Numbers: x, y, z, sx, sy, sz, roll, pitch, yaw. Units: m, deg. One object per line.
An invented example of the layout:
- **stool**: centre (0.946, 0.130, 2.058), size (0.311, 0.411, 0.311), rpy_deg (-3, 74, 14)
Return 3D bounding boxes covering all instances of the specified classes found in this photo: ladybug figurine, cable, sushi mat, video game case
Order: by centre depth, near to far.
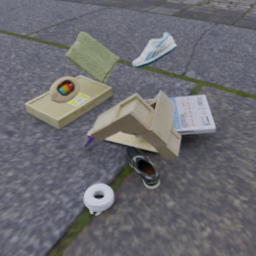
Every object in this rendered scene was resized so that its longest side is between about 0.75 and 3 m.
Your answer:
- **cable**: centre (-0.782, 1.842, 7.427), size (0.803, 0.278, 0.803), rpy_deg (-25, 44, -29)
- **ladybug figurine**: centre (-1.810, -1.035, 7.917), size (0.676, 0.358, 0.996), rpy_deg (50, 59, -2)
- **video game case**: centre (1.486, -0.428, 9.546), size (2.547, 0.230, 1.824), rpy_deg (-4, 42, 5)
- **sushi mat**: centre (-0.014, 0.180, 9.686), size (2.600, 0.157, 1.244), rpy_deg (13, 40, 17)

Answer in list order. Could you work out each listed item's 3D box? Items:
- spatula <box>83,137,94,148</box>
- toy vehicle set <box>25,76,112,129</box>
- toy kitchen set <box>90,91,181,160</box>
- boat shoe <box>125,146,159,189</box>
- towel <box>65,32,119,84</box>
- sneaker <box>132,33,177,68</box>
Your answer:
- **spatula**: centre (-0.864, 0.167, 8.880), size (0.145, 1.415, 0.400), rpy_deg (56, 18, 10)
- **toy vehicle set**: centre (-2.288, -1.140, 11.225), size (1.858, 0.396, 2.991), rpy_deg (25, 44, 29)
- **toy kitchen set**: centre (0.340, -0.089, 8.068), size (1.707, 1.892, 1.544), rpy_deg (-26, 33, 41)
- **boat shoe**: centre (0.397, 1.020, 8.217), size (0.589, 0.555, 1.641), rpy_deg (-28, 44, -10)
- **towel**: centre (-1.332, -2.619, 10.552), size (1.792, 0.327, 1.330), rpy_deg (34, 74, -15)
- **sneaker**: centre (0.872, -2.782, 10.222), size (1.716, 0.693, 0.657), rpy_deg (-29, 2, 12)
